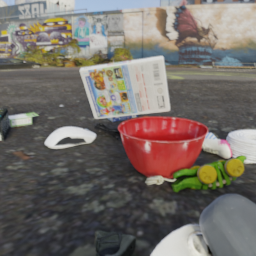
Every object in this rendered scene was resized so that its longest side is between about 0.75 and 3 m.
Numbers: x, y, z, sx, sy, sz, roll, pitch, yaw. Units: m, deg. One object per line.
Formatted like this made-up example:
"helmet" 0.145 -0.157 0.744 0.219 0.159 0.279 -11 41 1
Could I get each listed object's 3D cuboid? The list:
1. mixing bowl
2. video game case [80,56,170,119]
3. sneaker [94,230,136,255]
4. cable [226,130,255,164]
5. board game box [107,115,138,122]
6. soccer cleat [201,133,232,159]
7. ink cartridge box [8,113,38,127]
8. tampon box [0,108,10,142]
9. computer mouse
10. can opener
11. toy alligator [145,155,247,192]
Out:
"mixing bowl" 0.893 0.574 7.541 2.355 1.275 2.355 1 16 0
"video game case" -0.054 -1.113 8.205 2.370 1.697 0.213 -6 36 11
"sneaker" -0.386 1.961 4.327 0.638 0.426 1.115 6 14 27
"cable" 4.018 0.523 8.867 1.808 0.626 1.808 -1 16 -2
"board game box" -0.550 -0.745 13.568 1.476 0.455 1.476 -12 21 -36
"soccer cleat" 2.681 0.615 8.885 0.724 0.586 1.677 -15 14 -1
"ink cartridge box" -4.661 -0.359 12.389 1.239 0.368 0.643 -12 20 -37
"tampon box" -5.178 -0.117 10.524 1.109 0.934 1.480 -4 17 -13
"computer mouse" -1.665 0.210 10.051 2.626 0.576 1.440 -10 20 -30
"can opener" 0.921 1.795 1.248 0.798 1.000 2.992 -6 53 -19
"toy alligator" 1.698 1.217 6.648 2.603 0.625 0.863 -12 -8 -8
